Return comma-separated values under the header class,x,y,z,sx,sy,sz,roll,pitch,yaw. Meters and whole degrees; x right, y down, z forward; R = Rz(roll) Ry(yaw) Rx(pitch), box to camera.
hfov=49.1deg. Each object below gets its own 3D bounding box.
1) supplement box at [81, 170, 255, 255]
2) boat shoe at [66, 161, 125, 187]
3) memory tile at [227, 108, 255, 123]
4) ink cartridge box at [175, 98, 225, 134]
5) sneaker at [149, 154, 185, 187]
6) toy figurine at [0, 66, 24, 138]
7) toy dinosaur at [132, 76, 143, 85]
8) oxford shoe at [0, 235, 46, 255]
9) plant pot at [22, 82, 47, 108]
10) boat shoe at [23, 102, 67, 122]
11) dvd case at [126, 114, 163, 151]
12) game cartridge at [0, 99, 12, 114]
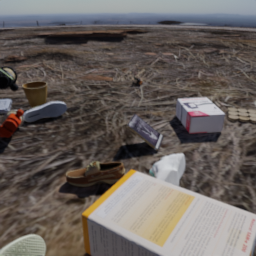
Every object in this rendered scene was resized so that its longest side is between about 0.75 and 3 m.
class,x,y,z,sx,sy,sz,roll,pitch,yaw
supplement box,0.768,2.004,5.202,2.796,1.028,1.762,16,30,30
boat shoe,-0.853,1.157,7.476,1.581,0.584,0.598,-4,26,-7
memory tile,4.888,-0.493,11.413,1.598,0.134,1.225,7,27,13
ink cartridge box,2.695,-0.517,10.750,1.280,0.746,1.768,-3,26,-7
sneaker,0.899,1.250,7.359,0.843,0.717,1.904,-1,17,25
toy figurine,-4.918,-0.857,9.536,2.475,2.514,1.749,-8,18,-11
toy dinosaur,0.574,-2.560,15.418,0.592,0.446,0.873,12,2,-12
oxford shoe,-2.184,2.512,4.704,0.551,0.717,1.907,-29,6,35
plant pot,-3.948,-1.344,12.070,1.013,1.087,1.013,1,26,0
boat shoe,-3.387,-0.717,11.333,1.759,0.633,0.546,-16,29,-24
dvd case,0.580,0.133,9.290,1.290,0.103,0.959,38,30,-3
game cartridge,-5.589,-0.914,12.174,0.869,0.264,1.303,-3,26,-14
